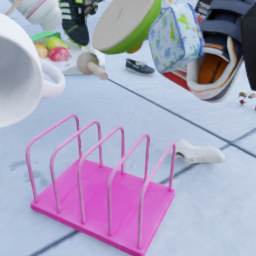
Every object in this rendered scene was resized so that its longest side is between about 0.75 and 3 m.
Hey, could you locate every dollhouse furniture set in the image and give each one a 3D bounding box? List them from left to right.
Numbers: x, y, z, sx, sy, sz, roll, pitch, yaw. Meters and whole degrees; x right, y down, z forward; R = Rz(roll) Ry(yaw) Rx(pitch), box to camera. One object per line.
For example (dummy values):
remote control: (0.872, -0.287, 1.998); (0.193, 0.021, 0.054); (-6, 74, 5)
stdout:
dollhouse furniture set: (4.288, -0.943, 9.643); (0.371, 0.491, 0.913); (-25, 33, -34)

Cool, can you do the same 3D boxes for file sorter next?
file sorter: (-0.482, 0.895, 5.508); (2.505, 1.571, 1.741); (15, 34, 23)

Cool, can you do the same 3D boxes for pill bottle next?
pill bottle: (-3.255, -4.414, 9.453); (1.296, 2.383, 1.296); (-34, 28, 20)

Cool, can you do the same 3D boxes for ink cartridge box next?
ink cartridge box: (-2.318, -3.148, 13.251); (2.431, 0.526, 2.386); (-1, 32, -4)
ink cartridge box: (3.182, -4.652, 10.633); (1.186, 2.504, 0.464); (22, 35, 0)

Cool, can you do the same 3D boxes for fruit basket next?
fruit basket: (-2.200, -2.060, 8.088); (1.881, 0.882, 1.742); (37, 51, 24)

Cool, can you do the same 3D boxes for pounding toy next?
pounding toy: (0.067, -2.228, 7.128); (1.268, 2.733, 2.109); (34, 1, -36)

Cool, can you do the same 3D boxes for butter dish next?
butter dish: (1.986, -2.114, 7.823); (1.410, 1.902, 1.907); (-19, 43, -38)

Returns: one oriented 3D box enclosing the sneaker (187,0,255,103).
sneaker: (2.082, -2.002, 5.947); (1.168, 2.978, 1.183); (19, 10, 34)

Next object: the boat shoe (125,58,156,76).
boat shoe: (0.541, -2.774, 12.612); (0.615, 0.508, 1.643); (-27, 40, -37)

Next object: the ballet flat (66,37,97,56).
ballet flat: (-1.817, -2.889, 9.891); (0.803, 0.869, 2.575); (12, 24, -34)

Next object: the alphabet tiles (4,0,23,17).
alphabet tiles: (-2.679, -2.926, 6.646); (0.936, 0.035, 0.782); (-39, 38, 15)

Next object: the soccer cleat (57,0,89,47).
soccer cleat: (-1.624, -3.476, 8.453); (0.748, 0.899, 2.217); (-5, 67, -39)

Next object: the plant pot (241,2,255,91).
plant pot: (3.045, -1.713, 4.862); (1.740, 1.544, 1.736); (-46, 29, -9)

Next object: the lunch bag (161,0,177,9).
lunch bag: (0.987, -4.820, 9.595); (1.523, 1.295, 0.943); (13, 32, 6)

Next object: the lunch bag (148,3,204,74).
lunch bag: (0.679, -1.321, 4.201); (0.420, 0.819, 1.019); (-16, 0, -17)

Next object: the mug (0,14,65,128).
mug: (-2.537, -1.300, 5.815); (2.559, 1.889, 2.244); (14, 27, -32)

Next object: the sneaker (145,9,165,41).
sneaker: (0.774, -3.351, 9.229); (2.366, 0.987, 0.954); (0, 38, -4)

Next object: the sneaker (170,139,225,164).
sneaker: (1.700, 0.701, 6.980); (1.370, 0.482, 0.549); (12, 41, 30)

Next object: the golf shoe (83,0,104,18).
golf shoe: (-1.102, -4.085, 8.572); (0.667, 0.761, 1.727); (-38, 10, -35)
